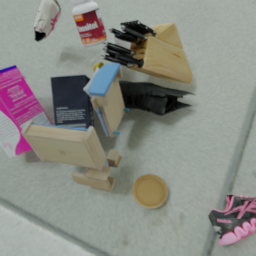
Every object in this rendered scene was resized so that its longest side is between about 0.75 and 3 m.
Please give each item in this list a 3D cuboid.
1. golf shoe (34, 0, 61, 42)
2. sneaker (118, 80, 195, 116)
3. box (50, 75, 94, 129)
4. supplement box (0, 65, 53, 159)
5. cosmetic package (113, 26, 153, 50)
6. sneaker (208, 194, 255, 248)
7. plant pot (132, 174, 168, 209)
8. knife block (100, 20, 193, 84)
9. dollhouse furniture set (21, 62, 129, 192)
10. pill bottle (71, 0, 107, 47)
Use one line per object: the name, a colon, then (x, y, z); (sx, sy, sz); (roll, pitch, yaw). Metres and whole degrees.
golf shoe: (-2.661, -3.464, 9.079); (0.649, 1.788, 0.823); (27, 63, -13)
sneaker: (0.627, -0.921, 8.867); (2.903, 0.872, 1.514); (-12, 32, -38)
box: (-1.628, -0.677, 8.522); (1.027, 1.720, 1.749); (-3, 97, -3)
supplement box: (-3.432, -0.457, 8.309); (2.358, 1.193, 1.219); (62, 33, -13)
cosmetic package: (0.524, -3.332, 10.407); (2.116, 1.073, 0.754); (-7, 105, -2)
sneaker: (3.446, 2.285, 8.018); (2.577, 1.018, 1.229); (-25, 56, -12)
plant pot: (0.648, 1.894, 8.359); (1.050, 0.144, 1.050); (-1, 60, 1)
knife block: (0.590, -2.086, 8.861); (2.534, 2.886, 0.923); (-40, 33, -21)
dollhouse furniture set: (-1.124, -0.139, 7.866); (1.771, 2.562, 2.714); (7, 51, 19)
pill bottle: (-1.159, -3.130, 8.152); (0.778, 1.377, 0.778); (-14, 27, 7)
